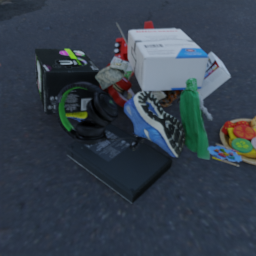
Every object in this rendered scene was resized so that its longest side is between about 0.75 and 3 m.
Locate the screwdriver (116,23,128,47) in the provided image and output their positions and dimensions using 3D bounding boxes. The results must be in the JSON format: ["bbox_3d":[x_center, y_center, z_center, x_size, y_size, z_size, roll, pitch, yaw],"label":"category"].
[{"bbox_3d":[0.140,-3.235,12.066,0.382,2.736,0.398,-31,5,-12],"label":"screwdriver"}]

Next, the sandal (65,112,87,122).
[{"bbox_3d":[-2.110,-0.474,10.850,1.094,0.476,0.435,15,60,6],"label":"sandal"}]

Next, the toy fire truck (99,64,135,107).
[{"bbox_3d":[-0.259,-1.427,11.269,1.852,1.237,2.206,24,24,-40],"label":"toy fire truck"}]

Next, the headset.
[{"bbox_3d":[-0.851,-0.242,8.576,2.872,1.774,1.349,35,26,10],"label":"headset"}]

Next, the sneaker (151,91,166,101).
[{"bbox_3d":[0.955,-1.172,11.379,1.398,0.525,0.567,-6,61,49],"label":"sneaker"}]

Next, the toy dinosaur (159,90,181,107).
[{"bbox_3d":[1.995,-1.851,11.541,2.093,1.421,1.069,-53,23,-15],"label":"toy dinosaur"}]

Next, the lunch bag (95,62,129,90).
[{"bbox_3d":[-0.470,-1.724,8.831,0.964,0.567,0.791,-25,20,17],"label":"lunch bag"}]

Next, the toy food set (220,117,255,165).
[{"bbox_3d":[4.494,0.386,9.748,2.486,0.605,2.460,2,40,1],"label":"toy food set"}]

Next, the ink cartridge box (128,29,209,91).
[{"bbox_3d":[1.200,-2.435,9.654,2.046,1.182,2.803,-4,35,-8],"label":"ink cartridge box"}]

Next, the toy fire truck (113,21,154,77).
[{"bbox_3d":[0.324,-3.670,13.406,1.953,0.675,2.769,-3,69,16],"label":"toy fire truck"}]

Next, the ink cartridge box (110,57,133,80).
[{"bbox_3d":[-0.328,-2.601,12.464,1.029,0.428,0.755,24,68,5],"label":"ink cartridge box"}]

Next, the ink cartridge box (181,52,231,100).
[{"bbox_3d":[2.607,-1.811,9.947,0.663,1.581,1.388,32,32,-27],"label":"ink cartridge box"}]

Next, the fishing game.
[{"bbox_3d":[2.489,0.625,7.217,0.893,0.194,1.247,20,19,20],"label":"fishing game"}]

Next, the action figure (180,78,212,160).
[{"bbox_3d":[1.983,-0.347,8.302,0.631,2.308,1.363,-21,25,-20],"label":"action figure"}]

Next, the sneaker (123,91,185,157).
[{"bbox_3d":[0.799,-0.026,8.462,1.098,2.463,0.968,-18,31,47],"label":"sneaker"}]

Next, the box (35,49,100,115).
[{"bbox_3d":[-2.423,-1.890,10.845,2.003,1.676,2.697,-6,33,-23],"label":"box"}]

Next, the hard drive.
[{"bbox_3d":[-0.301,0.955,9.097,2.873,0.472,2.005,30,45,30],"label":"hard drive"}]
